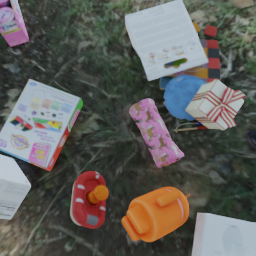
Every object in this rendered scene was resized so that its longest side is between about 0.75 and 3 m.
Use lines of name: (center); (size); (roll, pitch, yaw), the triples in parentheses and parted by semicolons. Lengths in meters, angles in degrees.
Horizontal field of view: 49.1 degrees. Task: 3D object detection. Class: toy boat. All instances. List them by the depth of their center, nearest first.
toy boat: (-0.824, 1.671, 6.824); (0.902, 0.904, 1.383); (29, 40, -33)

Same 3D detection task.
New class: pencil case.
pencil case: (0.738, 0.112, 7.562); (0.788, 0.824, 1.904); (-24, 74, -12)

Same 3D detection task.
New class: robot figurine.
robot figurine: (0.716, 2.015, 6.658); (1.768, 1.031, 1.272); (-12, 104, -37)

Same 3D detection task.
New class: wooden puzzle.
wooden puzzle: (1.875, -1.988, 8.507); (1.747, 0.207, 2.946); (4, 73, 1)

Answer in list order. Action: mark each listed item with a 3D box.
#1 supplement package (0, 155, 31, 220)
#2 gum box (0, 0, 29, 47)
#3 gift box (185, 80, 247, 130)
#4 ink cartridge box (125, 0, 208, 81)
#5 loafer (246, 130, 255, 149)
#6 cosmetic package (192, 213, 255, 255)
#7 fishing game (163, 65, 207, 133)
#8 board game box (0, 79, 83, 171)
supplement package: (-3.451, 1.185, 6.431); (1.388, 1.783, 0.988); (34, 92, 43)
gum box: (-3.721, -3.636, 8.542); (0.629, 1.080, 1.904); (-19, 74, -6)
gift box: (2.369, -0.576, 7.425); (1.157, 1.081, 1.068); (30, 86, -7)
ink cartridge box: (1.101, -2.554, 8.330); (1.840, 0.569, 2.269); (-18, 76, -1)
loafer: (3.727, 0.507, 7.689); (0.412, 0.361, 1.146); (-30, 76, -8)
cosmetic package: (2.338, 2.874, 6.726); (1.380, 0.851, 1.385); (11, 74, 3)
fishing game: (1.675, -0.859, 8.058); (1.372, 0.298, 1.916); (-7, 89, -3)
board game box: (-2.472, -0.113, 7.831); (1.656, 0.436, 2.164); (22, 75, 6)
